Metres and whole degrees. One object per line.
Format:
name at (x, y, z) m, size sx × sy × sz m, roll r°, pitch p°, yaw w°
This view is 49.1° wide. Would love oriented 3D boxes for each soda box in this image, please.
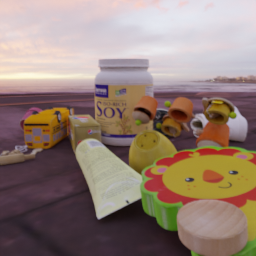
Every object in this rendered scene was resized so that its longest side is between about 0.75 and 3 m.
soda box at (-1.332, 0.119, 8.220) m, size 0.716 × 0.757 × 2.235 m, roll -3°, pitch 10°, yaw -16°

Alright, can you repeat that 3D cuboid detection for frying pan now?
frying pan at (0.839, 0.075, 9.511) m, size 1.947 × 0.317 × 1.178 m, roll -6°, pitch 23°, yaw -3°

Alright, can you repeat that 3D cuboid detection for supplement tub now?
supplement tub at (-0.125, -0.827, 8.517) m, size 1.785 × 2.455 × 1.785 m, roll -1°, pitch 12°, yaw 0°

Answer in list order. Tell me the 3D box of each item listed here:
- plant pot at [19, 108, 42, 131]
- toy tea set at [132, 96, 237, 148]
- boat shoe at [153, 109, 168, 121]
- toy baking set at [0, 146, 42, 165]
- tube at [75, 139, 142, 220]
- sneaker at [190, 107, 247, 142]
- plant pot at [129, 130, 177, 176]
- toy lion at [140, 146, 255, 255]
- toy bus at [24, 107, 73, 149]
plant pot at (-3.550, -0.221, 10.334) m, size 0.850 × 0.850 × 0.761 m, roll 3°, pitch 26°, yaw 16°
toy tea set at (1.312, 0.006, 6.952) m, size 2.645 × 1.573 × 0.979 m, roll 8°, pitch 57°, yaw 32°
boat shoe at (1.226, -0.540, 13.129) m, size 1.768 × 0.635 × 0.598 m, roll 5°, pitch 47°, yaw -12°
toy baking set at (-2.877, 0.632, 6.891) m, size 1.705 × 0.198 × 1.309 m, roll -6°, pitch 11°, yaw -31°
tube at (-0.414, 0.792, 4.912) m, size 0.632 × 0.707 × 2.436 m, roll 28°, pitch 0°, yaw -24°
sneaker at (2.944, -0.246, 9.681) m, size 1.569 × 1.000 × 2.716 m, roll 4°, pitch 11°, yaw 7°
plant pot at (0.415, 0.446, 5.191) m, size 0.970 × 0.688 × 0.970 m, roll -11°, pitch 47°, yaw 11°
toy lion at (1.330, 0.743, 3.154) m, size 2.384 × 0.819 × 2.286 m, roll -7°, pitch 17°, yaw 6°
toy bus at (-2.392, -0.106, 8.860) m, size 0.813 × 0.978 × 2.499 m, roll -1°, pitch 10°, yaw 4°
